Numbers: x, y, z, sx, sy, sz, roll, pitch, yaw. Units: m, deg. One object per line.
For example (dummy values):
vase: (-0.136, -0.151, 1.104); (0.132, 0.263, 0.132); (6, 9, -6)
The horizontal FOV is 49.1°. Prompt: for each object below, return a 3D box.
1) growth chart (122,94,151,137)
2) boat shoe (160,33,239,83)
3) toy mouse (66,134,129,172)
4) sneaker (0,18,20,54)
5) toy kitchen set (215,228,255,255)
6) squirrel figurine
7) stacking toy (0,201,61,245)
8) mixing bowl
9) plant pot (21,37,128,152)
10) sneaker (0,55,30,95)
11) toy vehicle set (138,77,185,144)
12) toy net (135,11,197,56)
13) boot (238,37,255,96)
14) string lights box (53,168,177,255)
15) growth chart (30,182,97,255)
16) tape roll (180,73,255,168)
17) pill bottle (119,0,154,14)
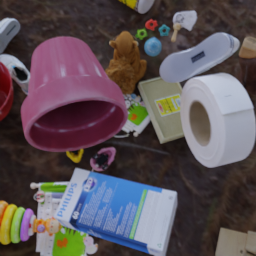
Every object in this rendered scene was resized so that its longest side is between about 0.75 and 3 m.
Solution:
growth chart: (-0.173, -0.719, 11.053); (2.368, 0.210, 1.713); (27, 70, 9)
boat shoe: (2.077, -1.978, 8.363); (0.825, 2.525, 0.929); (-10, 88, -43)
toy mouse: (-1.085, 0.660, 10.348); (2.354, 0.513, 2.649); (-20, 71, -7)
sneaker: (-5.576, -3.816, 12.027); (0.777, 0.801, 2.194); (30, 72, 40)
toy kitchen set: (4.093, 4.431, 8.259); (1.945, 2.385, 2.151); (32, 66, -32)
squirrel figurine: (-0.105, -2.450, 10.628); (1.544, 2.036, 2.182); (9, 63, 4)
stacking toy: (-3.576, 3.129, 9.027); (2.796, 1.534, 1.622); (7, 70, -7)
mixing bowl: (-5.490, -1.091, 10.474); (2.822, 1.528, 2.822); (0, 68, 0)
plant pot: (-1.698, -1.066, 8.246); (2.910, 2.910, 2.604); (-15, 64, -6)
sneaker: (-4.497, -2.342, 11.249); (2.309, 1.001, 0.866); (39, 75, 15)
toy vehicle set: (1.557, -0.810, 10.893); (1.598, 0.341, 2.572); (-15, 70, -13)
toy net: (1.347, -3.445, 9.717); (2.092, 0.404, 1.097); (-33, 98, 10)
boot: (4.272, -1.748, 8.915); (0.760, 1.748, 2.101); (-18, 43, -6)
string lights box: (-0.263, 1.930, 6.582); (2.586, 0.762, 1.329); (11, 58, 18)
growth chart: (-2.181, 3.231, 9.523); (2.153, 0.264, 2.976); (-7, 70, -4)
tape roll: (2.483, -0.223, 8.192); (0.934, 2.669, 2.669); (-11, 69, -11)
pill bottle: (0.027, -6.233, 12.583); (2.299, 1.256, 1.256); (36, 73, 13)
